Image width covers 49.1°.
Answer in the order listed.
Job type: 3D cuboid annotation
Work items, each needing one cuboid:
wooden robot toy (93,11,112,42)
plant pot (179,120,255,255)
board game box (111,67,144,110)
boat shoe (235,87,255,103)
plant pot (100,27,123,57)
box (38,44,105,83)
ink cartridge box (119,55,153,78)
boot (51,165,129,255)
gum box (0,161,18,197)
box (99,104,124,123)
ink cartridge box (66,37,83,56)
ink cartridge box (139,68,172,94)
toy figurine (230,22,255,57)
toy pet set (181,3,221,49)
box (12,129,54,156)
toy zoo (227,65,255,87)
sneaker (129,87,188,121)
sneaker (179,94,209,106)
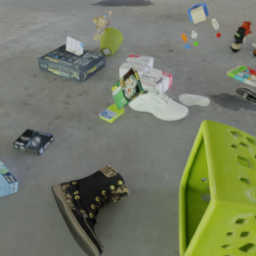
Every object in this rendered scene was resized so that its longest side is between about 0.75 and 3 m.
[{"bbox_3d":[-1.164,-4.218,11.370,0.598,1.318,0.581,29,15,8],"label":"wooden robot toy"},{"bbox_3d":[2.903,1.860,7.198,2.615,2.882,2.868,10,38,3],"label":"plant pot"},{"bbox_3d":[-0.072,-1.322,9.742,0.206,1.755,0.919,-16,83,-30],"label":"board game box"},{"bbox_3d":[5.638,-1.548,13.189,1.301,0.473,0.408,29,44,25],"label":"boat shoe"},{"bbox_3d":[-1.133,-5.067,16.993,1.400,1.400,1.496,6,52,7],"label":"plant pot"},{"bbox_3d":[-3.084,-3.629,15.518,2.942,0.750,2.320,19,42,21],"label":"box"},{"bbox_3d":[0.445,-3.135,14.902,1.318,0.757,1.815,13,41,15],"label":"ink cartridge box"},{"bbox_3d":[-0.874,2.241,8.152,2.015,0.979,2.676,-23,38,-25],"label":"boot"},{"bbox_3d":[-4.813,1.670,8.764,1.709,0.448,2.011,33,30,35],"label":"gum box"},{"bbox_3d":[-0.731,-0.622,12.204,0.649,0.254,1.064,25,45,28],"label":"box"},{"bbox_3d":[-2.704,-4.019,13.769,0.329,0.558,0.969,-8,-15,42],"label":"ink cartridge box"},{"bbox_3d":[1.203,-2.159,13.733,1.252,0.729,1.719,24,46,27],"label":"ink cartridge box"},{"bbox_3d":[7.577,-5.385,17.230,2.141,1.513,2.174,24,43,19],"label":"toy figurine"},{"bbox_3d":[2.671,-3.930,10.654,1.387,1.295,0.737,-14,35,23],"label":"toy pet set"},{"bbox_3d":[-3.639,0.534,10.774,1.198,0.261,0.960,13,41,16],"label":"box"},{"bbox_3d":[6.456,-2.732,14.850,1.308,0.204,1.994,-29,47,-31],"label":"toy zoo"},{"bbox_3d":[1.276,-1.115,12.169,2.758,1.105,0.970,17,40,18],"label":"sneaker"},{"bbox_3d":[3.039,-1.324,12.983,1.373,0.516,0.607,11,27,5],"label":"sneaker"}]
